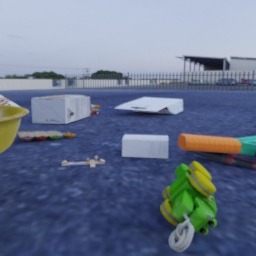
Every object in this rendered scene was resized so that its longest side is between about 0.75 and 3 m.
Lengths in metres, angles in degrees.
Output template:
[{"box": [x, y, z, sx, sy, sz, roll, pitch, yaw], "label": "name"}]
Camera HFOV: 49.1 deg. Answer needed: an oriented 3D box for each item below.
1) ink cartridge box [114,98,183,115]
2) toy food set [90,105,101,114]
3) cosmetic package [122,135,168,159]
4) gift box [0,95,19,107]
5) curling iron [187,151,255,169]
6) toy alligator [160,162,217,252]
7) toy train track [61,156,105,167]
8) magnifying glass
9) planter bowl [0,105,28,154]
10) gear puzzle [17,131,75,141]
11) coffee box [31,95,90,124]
[{"box": [1.074, -0.887, 13.465, 2.289, 0.708, 2.823, 7, 21, 33], "label": "ink cartridge box"}, {"box": [-1.635, -0.879, 13.430, 0.411, 0.436, 0.913, 3, 6, 15], "label": "toy food set"}, {"box": [0.366, 0.380, 5.940, 0.957, 0.406, 0.515, 1, 11, 8], "label": "cosmetic package"}, {"box": [-3.933, -0.462, 8.462, 1.098, 1.013, 1.025, 26, 7, -3], "label": "gift box"}, {"box": [1.956, 0.539, 5.370, 1.796, 0.230, 0.445, 3, 46, 39], "label": "curling iron"}, {"box": [0.709, 0.848, 2.943, 0.526, 0.575, 1.938, 42, 14, 1], "label": "toy alligator"}, {"box": [-0.850, 0.628, 5.314, 0.804, 0.131, 0.461, -2, 9, -9], "label": "toy train track"}, {"box": [2.372, 0.357, 5.457, 2.898, 0.325, 1.154, 3, 13, -14], "label": "magnifying glass"}, {"box": [-2.645, 0.430, 3.171, 2.931, 1.221, 2.931, 0, 10, 0], "label": "planter bowl"}, {"box": [-2.192, 0.234, 7.611, 1.524, 0.200, 0.789, -1, 8, -26], "label": "gear puzzle"}, {"box": [-2.601, -0.799, 11.291, 1.402, 0.977, 2.452, 2, 10, 13], "label": "coffee box"}]
